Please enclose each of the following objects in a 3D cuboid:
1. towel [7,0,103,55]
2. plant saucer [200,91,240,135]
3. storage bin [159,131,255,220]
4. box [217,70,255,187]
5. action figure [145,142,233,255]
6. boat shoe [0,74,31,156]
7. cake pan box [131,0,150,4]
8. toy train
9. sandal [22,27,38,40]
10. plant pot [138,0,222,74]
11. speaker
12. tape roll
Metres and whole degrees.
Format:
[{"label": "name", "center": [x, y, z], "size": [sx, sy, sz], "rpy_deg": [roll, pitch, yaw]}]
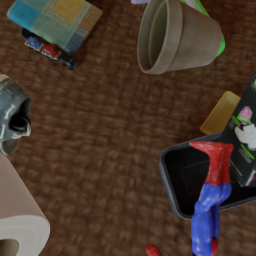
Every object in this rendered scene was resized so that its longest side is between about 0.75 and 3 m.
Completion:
[{"label": "towel", "center": [-2.395, -3.750, 9.232], "size": [2.591, 0.281, 1.900], "rpy_deg": [31, 81, 1]}, {"label": "plant saucer", "center": [3.020, -0.075, 7.942], "size": [1.475, 0.357, 1.474], "rpy_deg": [35, 79, 13]}, {"label": "storage bin", "center": [2.144, 1.097, 6.910], "size": [2.509, 1.176, 1.696], "rpy_deg": [-16, 75, -1]}, {"label": "box", "center": [2.443, 0.027, 4.513], "size": [1.239, 1.669, 1.037], "rpy_deg": [5, 34, -17]}, {"label": "action figure", "center": [0.844, 1.614, 4.301], "size": [1.371, 0.904, 2.770], "rpy_deg": [-2, 82, 37]}, {"label": "boat shoe", "center": [-2.368, -0.040, 5.677], "size": [0.691, 2.236, 0.814], "rpy_deg": [28, 46, 4]}, {"label": "cake pan box", "center": [0.824, -4.087, 7.296], "size": [1.584, 1.459, 0.414], "rpy_deg": [-9, 28, -6]}, {"label": "toy train", "center": [-2.475, -2.398, 8.895], "size": [1.964, 0.450, 0.335], "rpy_deg": [28, 70, 11]}, {"label": "sandal", "center": [-3.260, -3.554, 9.438], "size": [0.549, 0.309, 1.444], "rpy_deg": [3, 68, 1]}, {"label": "plant pot", "center": [1.122, -1.905, 5.955], "size": [1.409, 1.623, 1.623], "rpy_deg": [3, 67, -17]}, {"label": "speaker", "center": [2.057, -3.372, 8.941], "size": [1.122, 1.122, 2.538], "rpy_deg": [-21, 69, -8]}, {"label": "tape roll", "center": [-2.191, 1.343, 3.718], "size": [1.896, 1.896, 1.302], "rpy_deg": [-37, 59, -14]}]
